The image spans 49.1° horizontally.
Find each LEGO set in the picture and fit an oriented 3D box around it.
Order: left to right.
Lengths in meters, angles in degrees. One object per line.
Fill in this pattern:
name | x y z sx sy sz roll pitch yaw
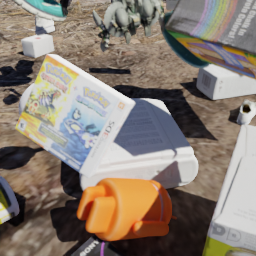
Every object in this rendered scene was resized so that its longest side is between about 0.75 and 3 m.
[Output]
LEGO set | 0.243 -2.764 5.713 1.806 2.782 0.788 6 25 -25

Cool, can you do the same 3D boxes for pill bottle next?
pill bottle | -2.574 1.408 4.545 1.363 0.758 0.758 -26 41 -36

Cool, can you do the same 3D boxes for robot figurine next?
robot figurine | 0.020 1.244 4.407 1.598 1.150 0.932 11 64 -36

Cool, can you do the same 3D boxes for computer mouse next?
computer mouse | -1.357 -2.950 5.850 0.281 0.857 1.221 -16 3 -11

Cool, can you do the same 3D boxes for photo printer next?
photo printer | 0.003 0.218 6.213 2.240 0.935 2.692 -7 33 -9

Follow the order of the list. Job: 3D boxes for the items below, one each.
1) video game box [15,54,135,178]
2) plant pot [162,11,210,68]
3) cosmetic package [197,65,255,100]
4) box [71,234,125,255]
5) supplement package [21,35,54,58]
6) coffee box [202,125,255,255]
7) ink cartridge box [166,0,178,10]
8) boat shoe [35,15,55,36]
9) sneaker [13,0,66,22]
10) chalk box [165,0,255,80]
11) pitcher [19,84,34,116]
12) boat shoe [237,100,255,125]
video game box | -0.554 -0.118 2.790 0.959 0.874 0.225 32 14 9
plant pot | 1.813 -2.448 6.427 1.502 1.534 1.534 -43 45 -7
cosmetic package | 3.517 -1.608 9.199 2.213 0.819 1.125 -8 34 -15
box | -0.184 2.416 3.328 2.153 0.389 1.539 24 40 34
supplement package | -4.010 -3.677 12.480 0.712 0.704 1.175 17 36 24
coffee box | 2.052 1.401 3.469 1.931 1.913 1.934 15 36 22
ink cartridge box | 1.507 -4.051 7.765 0.853 1.456 0.490 6 58 9
boat shoe | -2.803 -3.535 9.309 0.648 0.592 1.801 -17 33 3
sneaker | -2.615 -3.708 7.040 2.678 1.067 1.038 33 21 -34
chalk box | 1.889 -1.387 3.675 2.180 1.357 1.350 35 13 37
pitcher | -1.095 -0.471 4.622 1.077 1.255 0.761 12 51 -50
boat shoe | 3.336 -0.564 7.832 0.438 0.505 1.185 20 38 28
